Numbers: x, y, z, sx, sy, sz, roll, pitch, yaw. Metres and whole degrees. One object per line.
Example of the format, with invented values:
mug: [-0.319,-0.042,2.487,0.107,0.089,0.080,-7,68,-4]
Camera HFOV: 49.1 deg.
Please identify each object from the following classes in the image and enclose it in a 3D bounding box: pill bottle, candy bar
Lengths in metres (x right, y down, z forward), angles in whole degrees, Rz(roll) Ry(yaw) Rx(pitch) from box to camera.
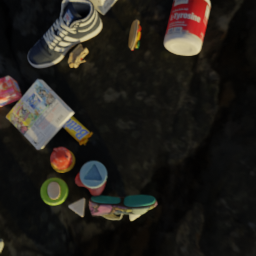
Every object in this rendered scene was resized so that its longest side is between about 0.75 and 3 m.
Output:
pill bottle: [1.955,-3.567,9.080,1.203,1.203,2.142,14,84,1]
candy bar: [-2.181,-0.382,9.243,2.442,0.271,0.609,42,87,5]

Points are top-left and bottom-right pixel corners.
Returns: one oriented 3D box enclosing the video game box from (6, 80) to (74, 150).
video game box: [-2.836,-0.416,8.998,1.538,0.395,1.688,45,101,2]

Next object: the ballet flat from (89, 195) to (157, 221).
ballet flat: [-0.166,2.527,8.799,2.141,0.740,0.762,-1,105,6]

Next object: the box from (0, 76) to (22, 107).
box: [-4.278,-1.071,9.094,1.377,0.706,0.652,-21,85,-3]

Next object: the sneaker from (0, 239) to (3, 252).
sneaker: [-4.761,3.427,8.723,1.894,0.717,0.871,31,78,-4]

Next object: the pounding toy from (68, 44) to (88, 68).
pounding toy: [-1.627,-2.267,9.330,0.552,0.551,0.963,35,66,3]

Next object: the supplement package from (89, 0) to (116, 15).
supplement package: [-1.153,-5.224,9.243,2.138,1.185,1.665,39,85,5]

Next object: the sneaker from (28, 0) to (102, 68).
sneaker: [-2.144,-3.026,8.867,2.792,1.515,0.979,-34,85,-3]

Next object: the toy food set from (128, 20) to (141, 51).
toy food set: [0.215,-3.007,9.117,0.239,0.980,0.970,7,110,-12]

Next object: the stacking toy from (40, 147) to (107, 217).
stacking toy: [-1.709,1.596,8.529,1.962,0.829,1.776,24,68,1]
